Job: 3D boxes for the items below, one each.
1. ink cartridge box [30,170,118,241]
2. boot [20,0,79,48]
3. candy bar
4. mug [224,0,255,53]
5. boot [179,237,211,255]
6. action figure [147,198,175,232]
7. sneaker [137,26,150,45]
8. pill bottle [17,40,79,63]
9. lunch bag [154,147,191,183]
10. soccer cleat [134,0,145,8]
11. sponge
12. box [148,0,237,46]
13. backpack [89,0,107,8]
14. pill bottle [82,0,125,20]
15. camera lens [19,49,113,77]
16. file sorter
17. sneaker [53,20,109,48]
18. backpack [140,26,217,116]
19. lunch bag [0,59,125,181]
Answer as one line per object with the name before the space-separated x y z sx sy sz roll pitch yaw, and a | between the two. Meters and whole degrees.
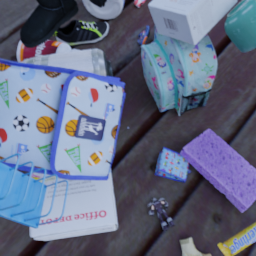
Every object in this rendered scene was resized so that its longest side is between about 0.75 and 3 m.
ink cartridge box | -1.522 1.448 7.788 2.149 1.247 2.912 -7 66 -3
boot | -2.275 -3.322 7.286 2.107 1.727 0.780 -44 67 -11
candy bar | 2.419 2.191 5.644 0.159 1.433 0.357 -8 55 -51
mug | 2.945 -2.609 6.693 0.912 1.211 1.474 44 39 -12
boot | 1.783 3.226 7.455 0.769 0.280 0.598 -7 64 0
action figure | 0.911 2.383 7.861 0.621 0.331 0.954 -26 63 -5
sneaker | 0.600 -3.591 10.823 0.383 0.368 0.977 13 62 12
pill bottle | -2.698 -2.471 9.813 2.026 1.145 1.145 12 64 5
lunch bag | 1.403 1.148 8.432 1.018 0.479 0.767 18 62 -1
soccer cleat | 0.603 -5.369 11.778 0.853 0.284 0.326 -43 93 -21
sponge | 2.839 1.171 8.278 1.325 0.354 2.376 -33 66 -30
box | 1.558 -2.980 6.704 1.657 0.881 1.262 -45 49 -9
backpack | -0.765 -3.896 7.423 0.807 0.856 1.050 25 94 -12
pill bottle | -0.738 -5.951 11.287 1.611 1.611 2.831 10 64 5
camera lens | -1.819 -1.140 8.545 2.782 2.225 2.225 -8 64 -3
file sorter | -1.749 1.118 4.889 0.755 1.230 0.854 -20 48 27
sneaker | -1.732 -3.644 10.533 2.160 0.894 0.774 -22 65 -11
backpack | 1.532 -1.939 8.632 2.081 2.764 2.453 -16 65 -8
lunch bag | -1.541 -0.149 6.164 2.706 1.676 2.301 11 92 1
